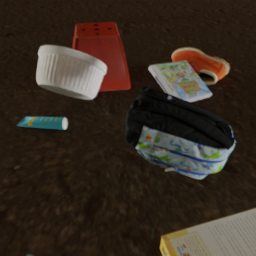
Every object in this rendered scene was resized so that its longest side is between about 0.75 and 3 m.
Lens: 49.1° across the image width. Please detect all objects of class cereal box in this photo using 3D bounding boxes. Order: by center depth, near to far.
[{"bbox_3d":[2.390,2.850,5.692,2.938,0.581,2.114,-10,40,-13],"label":"cereal box"}]

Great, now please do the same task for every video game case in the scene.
[{"bbox_3d":[1.493,-1.310,7.923,1.511,0.167,1.375,-16,65,-36],"label":"video game case"}]

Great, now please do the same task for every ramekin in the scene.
[{"bbox_3d":[-2.008,-1.797,9.637,2.355,1.236,2.355,13,-3,1],"label":"ramekin"}]

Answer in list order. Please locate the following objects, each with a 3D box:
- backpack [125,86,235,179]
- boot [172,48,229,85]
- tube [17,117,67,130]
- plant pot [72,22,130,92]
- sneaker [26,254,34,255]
[{"bbox_3d":[1.258,0.152,6.641,2.395,1.842,1.954,8,32,10],"label":"backpack"},{"bbox_3d":[2.967,-2.733,12.464,2.673,1.003,1.433,25,50,26],"label":"boot"},{"bbox_3d":[-2.958,-0.183,9.724,1.651,0.416,0.639,3,25,11],"label":"tube"},{"bbox_3d":[-1.288,-3.129,11.928,2.495,2.199,2.492,-5,38,-6],"label":"plant pot"},{"bbox_3d":[-1.725,3.017,5.609,1.237,0.434,0.508,19,39,24],"label":"sneaker"}]
